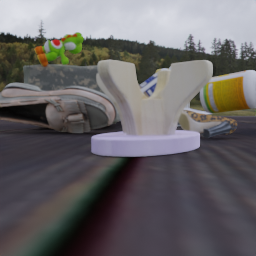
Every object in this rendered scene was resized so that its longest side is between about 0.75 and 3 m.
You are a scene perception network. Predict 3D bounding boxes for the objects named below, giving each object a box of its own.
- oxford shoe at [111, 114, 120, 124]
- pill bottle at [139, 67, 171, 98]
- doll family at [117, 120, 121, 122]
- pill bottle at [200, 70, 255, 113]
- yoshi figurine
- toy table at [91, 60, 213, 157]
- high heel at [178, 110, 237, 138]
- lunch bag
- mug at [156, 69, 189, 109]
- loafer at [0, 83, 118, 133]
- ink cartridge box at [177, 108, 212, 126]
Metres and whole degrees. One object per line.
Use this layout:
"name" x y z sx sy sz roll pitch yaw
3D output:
"oxford shoe" -0.780 -0.363 10.042 1.712 0.494 0.644 -4 6 -1
"pill bottle" 1.322 -1.663 11.115 1.919 1.065 1.065 -36 4 0
"doll family" -0.676 -0.623 12.682 2.041 0.801 1.180 1 -3 -38
"pill bottle" 2.196 -0.721 5.563 1.343 0.746 0.746 -5 -1 41
"yoshi figurine" -1.582 -1.874 6.756 1.165 0.655 0.652 -25 19 -2
"toy table" 0.239 -0.233 3.301 1.500 0.956 1.632 1 4 26
"high heel" 1.324 -0.125 4.814 0.714 0.358 1.002 -13 29 -26
"lunch bag" -1.461 -0.836 8.187 2.358 1.690 2.875 0 -2 -4
"mug" 1.634 -1.182 12.139 1.839 2.240 1.794 11 43 22
"loafer" -1.590 -0.297 5.704 2.738 0.984 0.861 9 39 20
"ink cartridge box" 1.634 -0.372 9.296 2.295 0.450 1.141 -3 14 -36
